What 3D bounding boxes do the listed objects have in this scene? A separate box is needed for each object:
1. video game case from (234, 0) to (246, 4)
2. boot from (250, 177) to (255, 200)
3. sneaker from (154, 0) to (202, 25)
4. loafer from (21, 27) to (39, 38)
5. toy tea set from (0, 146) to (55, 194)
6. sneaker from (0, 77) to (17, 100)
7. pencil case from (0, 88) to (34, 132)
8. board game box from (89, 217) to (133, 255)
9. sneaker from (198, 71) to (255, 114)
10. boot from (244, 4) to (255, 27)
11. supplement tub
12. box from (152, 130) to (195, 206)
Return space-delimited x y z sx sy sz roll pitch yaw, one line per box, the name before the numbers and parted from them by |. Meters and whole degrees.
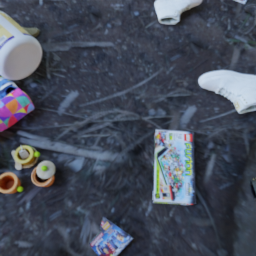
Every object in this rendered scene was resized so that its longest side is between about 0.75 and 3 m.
video game case | 4.755 -5.888 12.318 1.040 0.094 0.745 27 69 11
boot | 4.363 1.372 8.870 1.241 0.695 1.795 -7 66 2
sneaker | 2.151 -4.826 11.564 1.986 0.732 1.148 -10 68 6
loafer | -4.127 -3.842 11.277 1.072 0.361 0.408 -13 67 -6
toy tea set | -3.762 1.240 8.656 2.960 1.096 1.760 -9 67 -4
sneaker | -4.635 -1.008 9.891 0.739 0.664 1.796 27 70 9
pencil case | -4.302 -0.367 9.477 2.270 1.003 1.003 -41 72 -14
board game box | -0.573 3.219 8.216 1.052 0.324 1.051 -40 72 -14
sneaker | 3.685 -1.217 9.866 2.335 0.860 1.350 4 63 0
boot | 5.317 -4.579 11.590 1.103 0.382 0.961 16 67 4
supplement tub | -4.566 -3.099 10.177 2.453 1.784 1.784 41 73 16
box | 1.464 1.240 9.034 1.291 0.407 2.346 3 66 1
